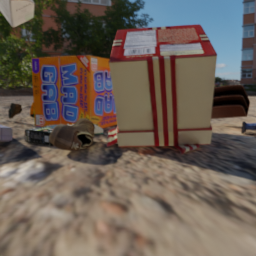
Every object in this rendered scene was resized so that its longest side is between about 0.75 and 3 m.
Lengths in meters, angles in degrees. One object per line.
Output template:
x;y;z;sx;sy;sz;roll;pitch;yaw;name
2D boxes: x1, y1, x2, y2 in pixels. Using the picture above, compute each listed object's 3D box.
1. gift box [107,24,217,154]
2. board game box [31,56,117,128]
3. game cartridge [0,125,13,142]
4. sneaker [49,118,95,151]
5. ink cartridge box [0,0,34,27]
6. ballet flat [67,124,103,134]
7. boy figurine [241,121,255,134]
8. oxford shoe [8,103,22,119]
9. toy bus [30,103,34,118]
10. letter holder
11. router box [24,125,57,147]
0.750;-0.872;7.245;2.675;2.707;2.899;0;37;10;gift box
-1.883;-1.394;11.133;2.592;2.594;2.592;4;9;25;board game box
-4.169;0.117;7.534;1.645;0.487;2.538;-3;4;-30;game cartridge
-1.208;0.266;7.224;0.782;0.729;2.071;27;14;12;sneaker
-2.936;-3.697;5.877;0.743;2.388;2.967;-38;14;-17;ink cartridge box
-1.381;0.020;9.020;1.372;0.492;0.492;-5;10;-36;ballet flat
4.443;0.011;9.050;1.418;0.457;0.881;5;7;24;boy figurine
-4.915;-0.683;12.196;0.516;0.444;1.222;1;-17;-34;oxford shoe
-4.097;-0.776;13.771;1.166;0.791;1.119;11;-2;44;toy bus
3.752;-1.001;10.865;1.521;1.081;0.765;-3;49;40;letter holder
-2.145;0.188;8.032;0.944;0.391;1.260;5;10;29;router box
